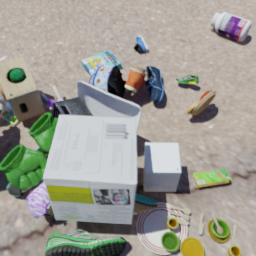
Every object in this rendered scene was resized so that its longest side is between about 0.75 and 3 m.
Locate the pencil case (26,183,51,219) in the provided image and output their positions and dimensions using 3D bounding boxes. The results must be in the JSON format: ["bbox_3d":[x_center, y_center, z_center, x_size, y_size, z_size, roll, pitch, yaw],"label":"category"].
[{"bbox_3d":[-2.401,2.004,8.964,0.782,0.768,1.830,5,27,24],"label":"pencil case"}]

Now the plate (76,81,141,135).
[{"bbox_3d":[-0.702,-0.339,10.023,2.499,2.504,0.405,25,48,16],"label":"plate"}]

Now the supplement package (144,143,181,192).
[{"bbox_3d":[1.094,1.345,9.397,1.117,1.472,1.109,1,54,2],"label":"supplement package"}]

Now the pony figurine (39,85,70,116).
[{"bbox_3d":[-2.857,-0.860,11.172,1.672,1.392,1.614,43,38,10],"label":"pony figurine"}]

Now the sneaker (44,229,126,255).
[{"bbox_3d":[-1.178,3.316,8.101,2.362,0.922,1.006,6,27,-18],"label":"sneaker"}]

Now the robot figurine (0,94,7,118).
[{"bbox_3d":[-5.524,-1.240,11.317,1.605,1.069,1.892,5,46,-38],"label":"robot figurine"}]

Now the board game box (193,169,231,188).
[{"bbox_3d":[2.939,1.754,9.803,1.192,0.179,0.569,-10,34,-2],"label":"board game box"}]

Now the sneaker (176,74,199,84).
[{"bbox_3d":[2.601,-2.183,12.315,1.006,0.429,0.393,4,32,19],"label":"sneaker"}]

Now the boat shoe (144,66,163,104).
[{"bbox_3d":[1.013,-1.866,12.133,0.696,0.853,2.027,19,42,-23],"label":"boat shoe"}]

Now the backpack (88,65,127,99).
[{"bbox_3d":[-0.834,-1.665,11.375,1.414,1.749,1.836,6,55,12],"label":"backpack"}]

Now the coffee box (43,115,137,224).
[{"bbox_3d":[-0.921,1.205,8.043,2.249,2.224,2.246,3,46,-1],"label":"coffee box"}]

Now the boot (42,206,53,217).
[{"bbox_3d":[-2.418,2.588,9.201,0.836,0.301,0.646,-3,46,5],"label":"boot"}]

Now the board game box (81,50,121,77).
[{"bbox_3d":[-1.269,-2.996,13.236,1.521,0.357,1.149,-26,58,-18],"label":"board game box"}]

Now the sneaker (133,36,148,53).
[{"bbox_3d":[0.502,-4.200,14.060,0.615,0.424,1.106,-16,62,-21],"label":"sneaker"}]

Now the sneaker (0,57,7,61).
[{"bbox_3d":[-5.885,-2.952,13.255,0.457,0.358,0.919,12,64,1],"label":"sneaker"}]

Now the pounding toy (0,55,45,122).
[{"bbox_3d":[-4.392,-1.635,10.542,1.576,2.217,2.041,-23,69,-17],"label":"pounding toy"}]

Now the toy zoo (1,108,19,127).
[{"bbox_3d":[-4.847,-0.655,11.674,1.254,0.128,0.823,33,62,21],"label":"toy zoo"}]

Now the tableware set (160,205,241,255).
[{"bbox_3d":[2.230,3.318,8.534,2.368,0.363,1.595,17,56,4],"label":"tableware set"}]

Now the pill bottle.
[{"bbox_3d":[5.273,-5.266,14.446,1.865,1.048,1.048,31,60,21],"label":"pill bottle"}]

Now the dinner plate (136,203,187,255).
[{"bbox_3d":[1.067,3.176,8.886,1.608,0.195,1.608,0,55,1],"label":"dinner plate"}]

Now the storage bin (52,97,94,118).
[{"bbox_3d":[-1.976,0.113,9.822,0.972,2.074,1.402,-17,56,-31],"label":"storage bin"}]

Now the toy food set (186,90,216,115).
[{"bbox_3d":[2.963,-1.003,11.212,0.331,1.362,1.348,47,23,18],"label":"toy food set"}]

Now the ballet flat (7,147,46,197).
[{"bbox_3d":[-3.336,1.568,9.783,0.675,0.671,1.973,24,67,19],"label":"ballet flat"}]

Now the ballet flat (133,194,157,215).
[{"bbox_3d":[-0.365,2.402,9.166,2.617,0.923,0.854,16,89,16],"label":"ballet flat"}]

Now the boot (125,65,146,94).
[{"bbox_3d":[0.244,-2.008,11.940,0.774,2.062,1.106,22,97,3],"label":"boot"}]

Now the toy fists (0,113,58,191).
[{"bbox_3d":[-2.850,0.808,9.200,0.903,1.339,2.627,3,51,45],"label":"toy fists"}]
